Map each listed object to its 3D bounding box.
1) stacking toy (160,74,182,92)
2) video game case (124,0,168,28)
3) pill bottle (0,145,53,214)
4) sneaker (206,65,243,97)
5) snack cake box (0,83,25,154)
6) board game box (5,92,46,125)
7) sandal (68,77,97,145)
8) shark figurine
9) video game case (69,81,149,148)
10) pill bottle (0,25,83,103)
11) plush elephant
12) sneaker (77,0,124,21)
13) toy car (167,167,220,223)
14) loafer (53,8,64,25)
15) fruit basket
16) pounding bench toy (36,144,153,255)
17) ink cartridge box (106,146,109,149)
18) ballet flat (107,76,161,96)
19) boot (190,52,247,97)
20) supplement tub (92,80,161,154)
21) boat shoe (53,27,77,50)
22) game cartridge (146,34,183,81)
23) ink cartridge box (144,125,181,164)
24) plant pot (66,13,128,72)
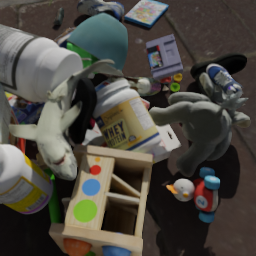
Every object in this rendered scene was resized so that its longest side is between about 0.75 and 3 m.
[{"bbox_3d":[1.533,-1.592,10.034,0.758,0.320,0.686,3,79,6],"label":"stacking toy"},{"bbox_3d":[0.853,-5.268,12.727,1.303,0.162,1.820,25,57,18],"label":"video game case"},{"bbox_3d":[-2.404,1.010,5.746,1.020,1.957,1.020,-7,55,11],"label":"pill bottle"},{"bbox_3d":[2.671,-1.258,7.662,1.106,0.446,0.810,38,21,-16],"label":"sneaker"},{"bbox_3d":[-3.402,0.209,7.177,0.862,2.566,1.475,-7,54,-8],"label":"snack cake box"},{"bbox_3d":[-3.283,-1.032,9.462,1.492,0.380,2.204,31,59,21],"label":"board game box"},{"bbox_3d":[-1.033,-0.319,6.768,0.537,2.381,0.894,-20,70,-32],"label":"sandal"},{"bbox_3d":[-1.351,-0.323,6.472,1.840,1.285,3.080,10,64,20],"label":"shark figurine"},{"bbox_3d":[-0.850,-0.379,8.420,1.857,0.227,2.597,30,55,25],"label":"video game case"},{"bbox_3d":[-2.785,-1.660,7.337,2.929,1.668,1.668,20,56,15],"label":"pill bottle"},{"bbox_3d":[2.249,-0.318,7.971,2.168,2.632,2.038,55,31,6],"label":"plush elephant"},{"bbox_3d":[-1.257,-5.120,12.252,2.096,0.807,0.893,8,58,6],"label":"sneaker"},{"bbox_3d":[1.525,1.585,6.853,1.155,1.064,1.021,4,15,2],"label":"toy car"},{"bbox_3d":[-3.081,-4.957,12.387,0.330,0.377,1.048,-3,56,6],"label":"loafer"},{"bbox_3d":[-2.226,-2.102,9.437,2.358,2.184,1.106,-8,97,5],"label":"fruit basket"},{"bbox_3d":[-1.031,1.837,6.467,2.907,1.806,2.268,8,54,6],"label":"pounding bench toy"},{"bbox_3d":[-0.556,0.143,8.536,1.860,0.446,1.354,-5,57,-3],"label":"ink cartridge box"},{"bbox_3d":[0.172,-1.470,9.572,1.881,0.669,0.650,9,92,8],"label":"ballet flat"},{"bbox_3d":[3.329,-1.647,9.598,2.115,0.796,1.581,-18,53,-1],"label":"boot"},{"bbox_3d":[-0.107,-0.155,7.173,1.327,1.327,1.838,-28,87,-19],"label":"supplement tub"},{"bbox_3d":[-2.104,-3.617,10.953,0.737,0.736,2.037,31,52,30],"label":"boat shoe"},{"bbox_3d":[1.217,-2.447,9.655,1.052,0.312,1.623,-13,61,8],"label":"game cartridge"},{"bbox_3d":[0.621,0.551,8.162,1.575,0.530,0.923,-19,61,-12],"label":"ink cartridge box"},{"bbox_3d":[-0.816,-2.949,9.381,2.059,2.059,1.387,34,97,22],"label":"plant pot"}]
